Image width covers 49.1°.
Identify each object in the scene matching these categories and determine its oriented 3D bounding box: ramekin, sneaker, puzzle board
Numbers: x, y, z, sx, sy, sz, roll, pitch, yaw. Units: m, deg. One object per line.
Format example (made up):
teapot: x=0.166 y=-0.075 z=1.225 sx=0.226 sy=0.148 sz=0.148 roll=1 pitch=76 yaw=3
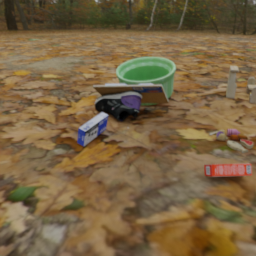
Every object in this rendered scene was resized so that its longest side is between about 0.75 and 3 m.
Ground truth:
ramekin: x=0.902 y=-2.290 z=13.762 sx=2.857 sy=1.395 sz=2.857 roll=-5 pitch=35 yaw=4
sneaker: x=-0.553 y=-0.777 z=11.577 sx=2.392 sy=1.047 sz=0.906 roll=-9 pitch=-24 yaw=40
puzzle board: x=0.189 y=-1.429 z=11.646 sx=2.749 sy=0.239 sz=2.071 roll=1 pitch=-13 yaw=15

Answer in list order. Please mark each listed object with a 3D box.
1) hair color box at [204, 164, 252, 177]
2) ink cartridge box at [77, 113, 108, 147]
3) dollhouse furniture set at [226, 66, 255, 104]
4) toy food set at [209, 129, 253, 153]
hair color box: x=2.699 y=1.146 z=7.616 sx=1.099 sy=0.336 sz=0.558 roll=0 pitch=-7 yaw=-6
ink cartridge box: x=-1.223 y=0.027 z=9.833 sx=0.306 sy=0.650 sz=1.383 roll=25 pitch=37 yaw=19
dollhouse furniture set: x=6.244 y=-2.245 z=14.171 sx=2.260 sy=1.470 sz=2.076 roll=7 pitch=25 yaw=15
toy food set: x=3.707 y=0.339 z=9.849 sx=1.034 sy=0.256 sz=1.627 roll=-14 pitch=28 yaw=-29
